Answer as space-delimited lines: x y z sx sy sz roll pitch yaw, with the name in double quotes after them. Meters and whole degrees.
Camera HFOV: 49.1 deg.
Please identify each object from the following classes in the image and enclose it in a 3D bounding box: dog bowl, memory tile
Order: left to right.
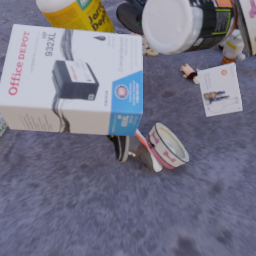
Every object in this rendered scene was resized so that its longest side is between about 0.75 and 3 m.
0.686 -3.660 12.083 1.466 0.161 1.913 9 46 8 "memory tile"
0.990 0.499 7.321 0.475 1.287 1.287 -42 45 20 "dog bowl"
3.168 -2.979 7.083 0.801 2.172 2.172 -16 41 22 "dog bowl"

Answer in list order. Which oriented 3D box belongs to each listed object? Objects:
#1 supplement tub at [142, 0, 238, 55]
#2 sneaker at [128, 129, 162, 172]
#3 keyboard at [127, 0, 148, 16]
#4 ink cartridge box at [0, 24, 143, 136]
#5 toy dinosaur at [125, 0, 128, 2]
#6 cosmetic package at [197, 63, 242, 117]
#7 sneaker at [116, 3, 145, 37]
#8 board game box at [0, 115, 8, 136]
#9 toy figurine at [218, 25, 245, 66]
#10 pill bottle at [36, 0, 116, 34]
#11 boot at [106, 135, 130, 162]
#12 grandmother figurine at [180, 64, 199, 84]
1.518 -2.477 6.437 2.257 1.382 1.382 -20 46 -41 "supplement tub"
0.191 0.577 7.683 0.795 0.748 1.942 -38 51 1 "sneaker"
0.358 -3.846 7.631 2.700 0.535 1.406 38 49 -20 "keyboard"
-0.980 -0.866 5.257 2.392 1.001 1.735 3 66 -6 "ink cartridge box"
0.067 -4.790 9.092 1.798 2.649 1.353 -43 20 16 "toy dinosaur"
1.831 -0.745 5.579 0.702 0.931 0.241 -11 13 22 "cosmetic package"
0.793 -3.133 8.501 2.352 0.875 1.029 24 4 -17 "sneaker"
-4.871 0.657 7.554 1.855 0.509 2.938 9 46 8 "board game box"
4.646 -3.184 10.707 2.351 1.636 2.315 8 51 6 "toy figurine"
-1.609 -3.500 8.167 1.622 2.877 1.622 -13 54 19 "pill bottle"
-0.578 0.007 5.948 1.121 0.545 1.489 2 69 -20 "boot"
2.362 -1.989 10.362 0.606 0.303 0.999 -32 52 6 "grandmother figurine"
